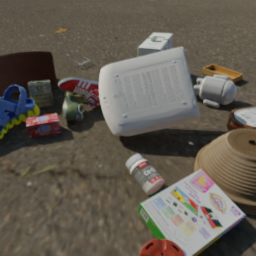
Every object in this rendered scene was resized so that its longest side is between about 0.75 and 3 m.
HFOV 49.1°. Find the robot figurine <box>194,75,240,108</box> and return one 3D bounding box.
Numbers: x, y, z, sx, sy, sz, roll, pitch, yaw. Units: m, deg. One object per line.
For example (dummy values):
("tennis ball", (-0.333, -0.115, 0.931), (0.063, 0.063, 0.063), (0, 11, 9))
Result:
("robot figurine", (3.372, -1.424, 10.674), (1.636, 0.924, 1.388), (19, 78, 25))

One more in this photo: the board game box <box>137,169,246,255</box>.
("board game box", (1.371, 1.858, 6.077), (1.873, 0.378, 1.433), (-21, 54, -28))

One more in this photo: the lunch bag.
("lunch bag", (-3.257, -1.287, 10.445), (0.799, 0.974, 0.573), (-9, 35, -14))

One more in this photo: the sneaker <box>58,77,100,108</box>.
("sneaker", (-1.641, -1.262, 10.196), (1.725, 0.615, 0.970), (0, 63, -34))

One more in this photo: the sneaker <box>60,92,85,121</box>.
("sneaker", (-1.948, -0.733, 10.087), (0.789, 0.589, 1.757), (11, 27, -12))

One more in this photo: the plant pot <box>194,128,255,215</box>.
("plant pot", (3.050, 0.840, 7.168), (2.556, 1.180, 2.556), (-1, 35, 1))

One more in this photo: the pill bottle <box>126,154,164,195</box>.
("pill bottle", (0.403, 1.153, 7.047), (0.551, 0.551, 0.968), (-24, 57, -30))

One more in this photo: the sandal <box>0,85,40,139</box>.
("sandal", (-4.191, -0.464, 9.025), (1.151, 1.260, 2.895), (18, 40, 21))

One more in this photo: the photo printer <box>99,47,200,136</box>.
("photo printer", (0.552, -1.060, 8.791), (2.892, 2.406, 1.004), (-13, -9, 5))

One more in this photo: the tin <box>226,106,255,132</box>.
("tin", (4.505, -0.187, 9.036), (2.736, 0.573, 1.532), (-8, 35, -20))

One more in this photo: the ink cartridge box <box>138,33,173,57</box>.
("ink cartridge box", (1.232, -3.003, 12.300), (0.995, 1.728, 2.368), (10, 35, 17))

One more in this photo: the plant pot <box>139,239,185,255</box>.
("plant pot", (0.551, 2.538, 4.800), (1.061, 1.032, 1.061), (0, 34, 0))

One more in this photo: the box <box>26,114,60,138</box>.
("box", (-2.757, -0.075, 9.097), (1.021, 0.487, 0.509), (-10, 36, -15))

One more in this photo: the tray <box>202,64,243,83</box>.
("tray", (4.273, -2.467, 12.782), (0.797, 0.299, 1.615), (-26, 42, -33))

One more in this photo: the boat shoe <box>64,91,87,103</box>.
("boat shoe", (-2.011, -1.305, 10.996), (1.195, 0.376, 0.436), (22, 40, 28))

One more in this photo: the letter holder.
("letter holder", (-4.266, -2.464, 11.555), (2.338, 1.662, 1.176), (-11, 36, -15))

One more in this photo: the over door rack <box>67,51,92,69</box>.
("over door rack", (-2.437, -3.361, 13.958), (1.037, 0.345, 0.766), (37, 45, 13))
